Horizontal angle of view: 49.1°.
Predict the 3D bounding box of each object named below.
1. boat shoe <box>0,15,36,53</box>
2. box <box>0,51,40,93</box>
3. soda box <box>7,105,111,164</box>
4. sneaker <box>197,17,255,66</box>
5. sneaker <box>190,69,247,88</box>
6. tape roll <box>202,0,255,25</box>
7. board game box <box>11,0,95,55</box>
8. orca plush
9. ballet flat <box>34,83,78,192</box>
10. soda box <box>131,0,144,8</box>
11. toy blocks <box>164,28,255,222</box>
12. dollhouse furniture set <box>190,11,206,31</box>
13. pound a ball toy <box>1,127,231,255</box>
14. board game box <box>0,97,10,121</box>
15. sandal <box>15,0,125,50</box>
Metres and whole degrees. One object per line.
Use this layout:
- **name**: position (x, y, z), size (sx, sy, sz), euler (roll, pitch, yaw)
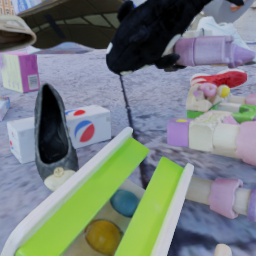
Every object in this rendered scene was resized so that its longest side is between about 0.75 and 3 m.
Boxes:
- **boat shoe**: position (-1.845, -1.136, 3.527), size (1.354, 0.482, 0.437), euler (-28, 59, -36)
- **box**: position (-4.667, -2.432, 12.019), size (1.728, 1.520, 0.835), euler (17, 27, 39)
- **soda box**: position (-1.513, 0.071, 6.523), size (2.263, 0.771, 0.720), euler (-16, 26, -35)
- **sneaker**: position (2.772, -2.287, 7.579), size (2.396, 0.960, 0.843), euler (10, -4, -33)
- **sneaker**: position (3.752, -1.775, 11.551), size (2.314, 0.907, 1.337), euler (-7, 27, 17)
- **tape roll**: position (3.011, -3.899, 7.850), size (1.987, 1.987, 0.656), euler (-20, 60, -42)
- **board game box**: position (-2.250, -3.693, 8.365), size (0.600, 2.916, 2.909), euler (-10, 9, 24)
- **orca plush**: position (0.367, -1.068, 3.232), size (1.839, 0.967, 0.654), euler (-13, 29, 30)
- **ballet flat**: position (-1.470, 0.153, 5.298), size (0.772, 0.660, 2.324), euler (-15, 58, -10)
- **soda box**: position (0.092, -3.959, 8.344), size (0.831, 2.440, 0.777), euler (11, 36, -4)
- **toy blocks**: position (2.153, -0.225, 4.473), size (2.333, 2.771, 2.590), euler (8, 22, 35)
- **dollhouse furniture set**: position (1.770, -4.068, 8.777), size (1.971, 1.743, 1.096), euler (25, -18, -6)
- **pound a ball toy**: position (0.057, 1.354, 3.019), size (1.912, 1.246, 2.933), euler (31, 28, 8)
- **board game box**: position (-4.733, -0.580, 8.793), size (1.676, 0.363, 1.667), euler (-5, 23, -12)
- **sandal**: position (-1.054, -2.118, 5.461), size (2.772, 1.133, 0.757), euler (2, 54, 30)
